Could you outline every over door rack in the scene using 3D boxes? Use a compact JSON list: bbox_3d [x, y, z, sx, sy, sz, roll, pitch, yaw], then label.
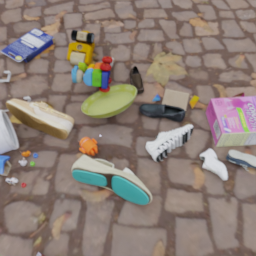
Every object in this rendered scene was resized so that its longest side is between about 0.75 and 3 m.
[{"bbox_3d":[-5.868,-1.072,11.644,2.948,0.982,2.178,-26,59,-33],"label":"over door rack"}]

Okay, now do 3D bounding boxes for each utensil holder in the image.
[{"bbox_3d":[-5.177,0.359,10.170,1.815,1.542,1.542,-20,57,-13],"label":"utensil holder"}]

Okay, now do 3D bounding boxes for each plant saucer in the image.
[{"bbox_3d":[-0.740,-1.039,11.393,2.362,0.367,2.362,-14,32,9],"label":"plant saucer"}]

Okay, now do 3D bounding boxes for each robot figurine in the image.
[{"bbox_3d":[-1.497,0.680,10.588,0.822,0.479,0.591,41,102,24],"label":"robot figurine"}]

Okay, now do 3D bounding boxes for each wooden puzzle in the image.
[{"bbox_3d":[2.058,-1.185,12.098,1.807,0.211,1.219,19,52,13],"label":"wooden puzzle"}]

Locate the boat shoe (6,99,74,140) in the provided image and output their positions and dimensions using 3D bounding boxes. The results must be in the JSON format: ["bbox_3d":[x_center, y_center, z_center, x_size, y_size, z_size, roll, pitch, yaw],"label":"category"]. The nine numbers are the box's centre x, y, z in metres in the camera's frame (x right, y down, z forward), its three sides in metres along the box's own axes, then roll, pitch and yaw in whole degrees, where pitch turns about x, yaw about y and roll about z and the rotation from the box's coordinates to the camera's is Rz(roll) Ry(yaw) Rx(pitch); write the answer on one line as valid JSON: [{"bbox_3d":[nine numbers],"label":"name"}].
[{"bbox_3d":[-3.459,-0.512,11.166,2.821,1.040,0.976,26,55,6],"label":"boat shoe"}]

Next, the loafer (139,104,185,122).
[{"bbox_3d":[1.394,-0.729,11.462,1.902,0.668,0.646,11,55,8],"label":"loafer"}]

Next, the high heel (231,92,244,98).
[{"bbox_3d":[4.332,-1.166,11.829,1.216,0.585,0.410,-23,58,-15],"label":"high heel"}]

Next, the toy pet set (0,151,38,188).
[{"bbox_3d":[-4.125,1.285,9.991,1.288,0.733,1.380,6,54,4],"label":"toy pet set"}]

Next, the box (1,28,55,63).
[{"bbox_3d":[-5.000,-4.066,14.019,1.412,0.378,2.331,31,59,20],"label":"box"}]

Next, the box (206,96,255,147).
[{"bbox_3d":[4.271,-0.259,10.958,1.952,0.944,1.717,-2,55,-2],"label":"box"}]

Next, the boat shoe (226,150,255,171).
[{"bbox_3d":[4.245,1.234,10.209,1.326,0.410,0.497,17,40,3],"label":"boat shoe"}]

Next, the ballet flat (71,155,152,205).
[{"bbox_3d":[-0.490,1.669,9.638,2.995,1.040,1.040,19,57,13],"label":"ballet flat"}]

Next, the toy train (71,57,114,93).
[{"bbox_3d":[-1.501,-2.620,12.436,1.602,1.172,2.769,5,31,-2],"label":"toy train"}]

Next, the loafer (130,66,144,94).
[{"bbox_3d":[0.344,-2.173,12.565,0.566,0.553,1.551,-10,55,-7],"label":"loafer"}]

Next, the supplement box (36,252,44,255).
[{"bbox_3d":[-2.415,4.094,8.283,0.819,0.249,0.446,21,57,13],"label":"supplement box"}]

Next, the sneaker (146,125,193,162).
[{"bbox_3d":[1.601,0.400,10.653,2.117,0.795,0.858,-31,52,-21],"label":"sneaker"}]

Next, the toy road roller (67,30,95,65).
[{"bbox_3d":[-2.164,-3.820,13.602,1.068,1.268,1.738,12,92,8],"label":"toy road roller"}]

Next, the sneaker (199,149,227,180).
[{"bbox_3d":[3.042,1.410,10.107,0.659,0.517,1.327,-23,48,-8],"label":"sneaker"}]
